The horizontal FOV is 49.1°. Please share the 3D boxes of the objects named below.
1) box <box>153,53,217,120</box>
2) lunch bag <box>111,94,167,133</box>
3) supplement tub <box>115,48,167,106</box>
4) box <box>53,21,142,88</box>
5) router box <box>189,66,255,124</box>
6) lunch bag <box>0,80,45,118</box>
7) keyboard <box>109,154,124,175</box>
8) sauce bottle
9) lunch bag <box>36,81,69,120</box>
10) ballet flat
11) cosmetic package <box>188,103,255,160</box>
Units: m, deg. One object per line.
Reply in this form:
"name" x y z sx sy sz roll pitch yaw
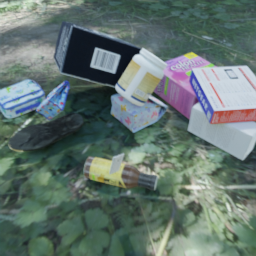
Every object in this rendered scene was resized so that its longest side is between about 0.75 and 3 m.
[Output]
"box" 2.825 -1.954 12.506 2.408 1.323 2.737 -24 47 -24
"lunch bag" 0.442 -0.897 11.466 1.854 1.179 1.572 -23 47 -30
"supplement tub" 0.488 -1.835 10.191 1.278 1.770 1.278 32 17 -11
"box" -1.359 -3.024 11.628 2.950 1.828 2.900 11 18 -24
"router box" 3.777 -1.310 10.398 2.336 0.636 2.602 -3 45 -6
"lunch bag" -4.644 -1.267 12.177 1.913 0.789 1.538 -26 51 -25
"keyboard" -0.295 0.920 7.014 0.286 1.017 0.054 -16 63 -19
"sauce bottle" -0.245 1.514 9.026 2.364 0.765 0.765 11 43 14
"lunch bag" -2.349 -0.975 9.138 0.893 0.558 1.187 -27 35 42
"ballet flat" -2.972 0.222 10.444 2.859 0.812 0.950 -21 83 -24
"cosmetic package" 3.496 0.013 10.395 2.368 1.201 0.844 33 50 30
